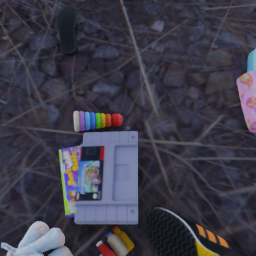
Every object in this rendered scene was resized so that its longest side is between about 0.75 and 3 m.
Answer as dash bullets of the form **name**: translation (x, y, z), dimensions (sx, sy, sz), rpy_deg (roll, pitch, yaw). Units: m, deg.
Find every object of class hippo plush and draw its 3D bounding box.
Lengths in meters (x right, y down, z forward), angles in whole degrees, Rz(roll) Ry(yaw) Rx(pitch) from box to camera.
- **hippo plush**: translation (-2.197, 2.814, 6.081), dimensions (1.799, 1.447, 1.433), rpy_deg (10, 75, 3)

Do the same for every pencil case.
- **pencil case**: translation (3.876, -0.770, 8.440), dimensions (0.864, 0.864, 1.976), rpy_deg (0, 55, 0)

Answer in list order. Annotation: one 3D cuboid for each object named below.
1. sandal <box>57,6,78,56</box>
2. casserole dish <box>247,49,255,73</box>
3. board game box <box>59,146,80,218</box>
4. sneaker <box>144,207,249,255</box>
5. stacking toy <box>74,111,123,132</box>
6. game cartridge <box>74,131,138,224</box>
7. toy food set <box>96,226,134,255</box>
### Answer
- **sandal**: translation (-2.209, -3.516, 10.278), dimensions (0.767, 0.488, 2.041), rpy_deg (-2, 74, -2)
- **casserole dish**: translation (4.683, -2.035, 9.483), dimensions (1.138, 0.365, 1.879), rpy_deg (10, 63, 6)
- **board game box**: translation (-1.146, 1.370, 7.597), dimensions (1.226, 0.408, 1.823), rpy_deg (-11, 62, -6)
- **sneaker**: translation (1.733, 2.849, 6.415), dimensions (2.981, 1.341, 1.043), rpy_deg (26, 93, 37)
- **stacking toy**: translation (-0.877, -0.236, 8.398), dimensions (1.451, 0.620, 0.620), rpy_deg (-4, 61, -9)
- **game cartridge**: translation (-0.516, 1.190, 7.129), dimensions (1.561, 0.462, 2.408), rpy_deg (0, 59, 1)
- **toy food set**: translation (-0.580, 2.974, 6.534), dimensions (1.445, 0.690, 0.650), rpy_deg (-36, 72, -18)
